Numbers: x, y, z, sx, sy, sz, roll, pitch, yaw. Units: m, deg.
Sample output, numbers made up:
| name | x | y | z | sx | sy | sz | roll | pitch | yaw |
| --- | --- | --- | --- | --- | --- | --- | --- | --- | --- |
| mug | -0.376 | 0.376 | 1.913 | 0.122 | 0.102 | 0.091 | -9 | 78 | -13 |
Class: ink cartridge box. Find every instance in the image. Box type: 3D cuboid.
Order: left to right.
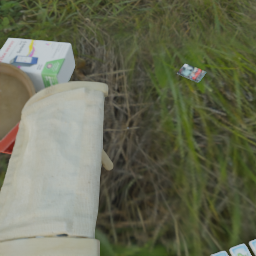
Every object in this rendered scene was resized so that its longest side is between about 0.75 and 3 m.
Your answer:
| name | x | y | z | sx | sy | sz | roll | pitch | yaw |
| --- | --- | --- | --- | --- | --- | --- | --- | --- | --- |
| ink cartridge box | -2.912 | -1.926 | 8.733 | 2.095 | 0.917 | 1.522 | 7 | 53 | 7 |

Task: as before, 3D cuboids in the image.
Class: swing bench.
| name | x | y | z | sx | sy | sz | roll | pitch | yaw |
| --- | --- | --- | --- | --- | --- | --- | --- | --- | --- |
| swing bench | -1.242 | 1.144 | 5.077 | 1.864 | 2.873 | 2.858 | 0 | 52 | 0 |

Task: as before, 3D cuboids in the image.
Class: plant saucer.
| name | x | y | z | sx | sy | sz | roll | pitch | yaw |
| --- | --- | --- | --- | --- | --- | --- | --- | --- | --- |
| plant saucer | -3.721 | -0.604 | 7.595 | 2.549 | 0.375 | 2.549 | 0 | 72 | 1 |
| plant saucer | -2.695 | 0.245 | 6.871 | 0.194 | 1.054 | 1.056 | 42 | 79 | 1 |

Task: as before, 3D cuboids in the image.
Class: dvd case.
| name | x | y | z | sx | sy | sz | roll | pitch | yaw |
| --- | --- | --- | --- | --- | --- | --- | --- | --- | --- |
| dvd case | 2.080 | -1.805 | 9.168 | 0.759 | 0.083 | 0.554 | 28 | 57 | 19 |

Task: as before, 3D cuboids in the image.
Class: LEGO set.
| name | x | y | z | sx | sy | sz | roll | pitch | yaw |
| --- | --- | --- | --- | --- | --- | --- | --- | --- | --- |
| LEGO set | 2.479 | 3.005 | 5.212 | 1.247 | 0.410 | 1.669 | -15 | 53 | -7 |
